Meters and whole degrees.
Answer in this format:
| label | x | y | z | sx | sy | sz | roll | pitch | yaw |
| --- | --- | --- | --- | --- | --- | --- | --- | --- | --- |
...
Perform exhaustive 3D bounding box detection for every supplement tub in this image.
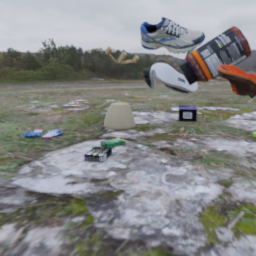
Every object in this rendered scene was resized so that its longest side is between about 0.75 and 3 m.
| label | x | y | z | sx | sy | sz | roll | pitch | yaw |
| --- | --- | --- | --- | --- | --- | --- | --- | --- | --- |
| supplement tub | 3.667 | -2.999 | 12.137 | 2.834 | 1.516 | 1.516 | -30 | 6 | 16 |

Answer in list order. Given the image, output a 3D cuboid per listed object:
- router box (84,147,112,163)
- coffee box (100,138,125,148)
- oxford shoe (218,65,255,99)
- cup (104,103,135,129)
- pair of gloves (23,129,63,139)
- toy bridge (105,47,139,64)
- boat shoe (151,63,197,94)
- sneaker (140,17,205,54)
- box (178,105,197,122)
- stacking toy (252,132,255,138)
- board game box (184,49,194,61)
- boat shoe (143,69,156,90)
| label | x | y | z | sx | sy | sz | roll | pitch | yaw |
| --- | --- | --- | --- | --- | --- | --- | --- | --- | --- |
| router box | -0.976 | 0.865 | 9.202 | 0.661 | 0.226 | 0.887 | 4 | 14 | 16 |
| coffee box | -0.579 | 0.571 | 10.567 | 0.832 | 0.183 | 0.512 | -10 | 16 | -36 |
| oxford shoe | 2.985 | -1.174 | 7.464 | 1.795 | 0.651 | 0.639 | 13 | 32 | -30 |
| cup | -0.414 | -0.643 | 13.735 | 1.569 | 1.122 | 1.569 | 0 | 14 | 0 |
| pair of gloves | -3.638 | 0.235 | 12.052 | 1.567 | 0.179 | 1.260 | 1 | 13 | 6 |
| toy bridge | -0.205 | -2.191 | 8.762 | 1.210 | 0.407 | 0.165 | 7 | 48 | -39 |
| boat shoe | 2.320 | -2.547 | 15.027 | 2.929 | 1.051 | 0.993 | 15 | -19 | -27 |
| sneaker | 1.589 | -3.618 | 10.797 | 2.689 | 1.146 | 1.036 | 9 | 54 | 27 |
| box | 3.256 | -0.811 | 15.379 | 0.987 | 0.696 | 1.334 | 2 | 14 | 10 |
| stacking toy | 6.003 | 0.121 | 11.440 | 1.434 | 0.669 | 1.584 | -1 | 13 | -7 |
| board game box | 2.988 | -3.666 | 13.377 | 0.168 | 0.638 | 0.834 | 32 | -10 | 7 |
| boat shoe | 1.049 | -2.370 | 13.450 | 0.516 | 0.625 | 1.822 | 10 | -14 | 10 |
